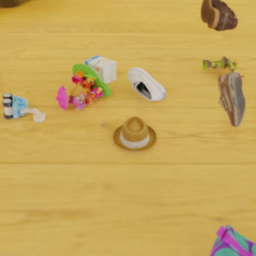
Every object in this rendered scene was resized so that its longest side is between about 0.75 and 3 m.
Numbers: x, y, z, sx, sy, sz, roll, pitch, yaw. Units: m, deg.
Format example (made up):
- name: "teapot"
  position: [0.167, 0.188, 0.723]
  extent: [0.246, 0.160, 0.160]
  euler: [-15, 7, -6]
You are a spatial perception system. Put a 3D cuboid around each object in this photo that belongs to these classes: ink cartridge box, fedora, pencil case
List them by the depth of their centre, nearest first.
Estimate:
- name: "pencil case"
  position: [2.978, 3.142, 5.945]
  extent: [2.454, 1.134, 1.044]
  euler: [27, 58, 34]
- name: "fedora"
  position: [0.244, 0.112, 10.385]
  extent: [1.782, 0.727, 1.782]
  euler: [0, 36, 0]
- name: "ink cartridge box"
  position: [-1.398, -2.945, 14.286]
  extent: [1.334, 0.982, 0.965]
  euler: [25, 43, 30]

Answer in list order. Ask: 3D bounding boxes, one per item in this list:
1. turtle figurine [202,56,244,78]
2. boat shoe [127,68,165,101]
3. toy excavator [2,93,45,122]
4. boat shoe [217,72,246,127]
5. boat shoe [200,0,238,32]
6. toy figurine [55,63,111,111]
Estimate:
- name: "turtle figurine"
  position: [5.098, -3.363, 15.002]
  extent: [1.998, 0.798, 2.478]
  euler: [-1, 37, -2]
- name: "boat shoe"
  position: [0.625, -2.059, 13.122]
  extent: [0.852, 0.959, 2.607]
  euler: [-19, 39, -30]
- name: "toy excavator"
  position: [-4.351, -0.790, 11.666]
  extent: [1.606, 0.802, 1.562]
  euler: [-4, 37, -20]
- name: "boat shoe"
  position: [2.868, -0.785, 7.844]
  extent: [0.601, 1.673, 0.634]
  euler: [10, 38, 42]
- name: "boat shoe"
  position: [3.373, -4.275, 10.566]
  extent: [0.927, 0.928, 2.636]
  euler: [5, 41, -3]
- name: "toy figurine"
  position: [-2.163, -1.476, 12.340]
  extent: [2.163, 1.624, 1.991]
  euler: [34, 58, 4]
